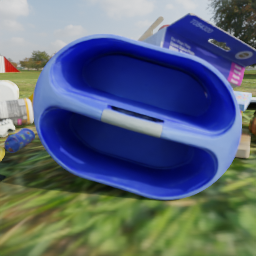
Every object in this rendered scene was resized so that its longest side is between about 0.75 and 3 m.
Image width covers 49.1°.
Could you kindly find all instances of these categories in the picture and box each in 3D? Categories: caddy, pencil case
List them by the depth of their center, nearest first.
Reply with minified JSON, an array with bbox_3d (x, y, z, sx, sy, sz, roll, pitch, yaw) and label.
[{"bbox_3d":[0.112,-0.168,4.234,2.968,2.098,1.558,16,11,3],"label":"caddy"},{"bbox_3d":[-2.159,0.224,5.600,0.303,0.337,0.776,-31,10,11],"label":"pencil case"}]

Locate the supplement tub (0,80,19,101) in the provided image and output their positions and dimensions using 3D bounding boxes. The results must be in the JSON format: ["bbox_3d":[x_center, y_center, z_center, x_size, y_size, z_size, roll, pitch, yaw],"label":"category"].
[{"bbox_3d":[-5.874,-1.590,13.271,1.259,1.259,1.744,-4,13,-17],"label":"supplement tub"}]

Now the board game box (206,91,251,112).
[{"bbox_3d":[2.460,-0.735,7.147,1.136,0.208,0.859,13,31,29],"label":"board game box"}]

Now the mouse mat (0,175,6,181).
[{"bbox_3d":[-2.831,0.976,4.367,1.189,0.056,1.478,2,13,10],"label":"mouse mat"}]

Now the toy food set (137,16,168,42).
[{"bbox_3d":[1.597,-3.039,10.443,2.595,1.527,0.848,29,26,-23],"label":"toy food set"}]

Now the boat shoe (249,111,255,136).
[{"bbox_3d":[3.947,-0.262,7.915,0.854,0.904,2.512,3,7,29],"label":"boat shoe"}]

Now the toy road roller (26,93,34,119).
[{"bbox_3d":[-2.597,-0.853,10.431,2.303,1.681,1.415,-35,3,15],"label":"toy road roller"}]

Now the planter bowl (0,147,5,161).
[{"bbox_3d":[-3.069,0.342,3.976,2.255,0.939,2.255,-12,19,4],"label":"planter bowl"}]

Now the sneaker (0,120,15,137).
[{"bbox_3d":[-3.574,0.103,7.677,0.400,0.370,0.986,49,47,11],"label":"sneaker"}]

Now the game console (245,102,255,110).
[{"bbox_3d":[3.307,-1.024,8.822,0.963,1.455,1.654,-33,-13,14],"label":"game console"}]

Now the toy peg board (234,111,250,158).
[{"bbox_3d":[1.963,-0.179,7.203,2.212,1.082,2.203,5,13,23],"label":"toy peg board"}]

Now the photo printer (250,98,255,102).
[{"bbox_3d":[6.312,-1.282,13.948,1.064,0.370,0.886,10,16,40],"label":"photo printer"}]

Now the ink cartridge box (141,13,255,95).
[{"bbox_3d":[1.166,-1.214,5.856,2.378,0.525,2.422,11,-13,-34],"label":"ink cartridge box"}]

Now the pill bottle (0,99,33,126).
[{"bbox_3d":[-3.722,-0.433,8.622,1.416,0.824,0.824,-9,15,-26],"label":"pill bottle"}]
